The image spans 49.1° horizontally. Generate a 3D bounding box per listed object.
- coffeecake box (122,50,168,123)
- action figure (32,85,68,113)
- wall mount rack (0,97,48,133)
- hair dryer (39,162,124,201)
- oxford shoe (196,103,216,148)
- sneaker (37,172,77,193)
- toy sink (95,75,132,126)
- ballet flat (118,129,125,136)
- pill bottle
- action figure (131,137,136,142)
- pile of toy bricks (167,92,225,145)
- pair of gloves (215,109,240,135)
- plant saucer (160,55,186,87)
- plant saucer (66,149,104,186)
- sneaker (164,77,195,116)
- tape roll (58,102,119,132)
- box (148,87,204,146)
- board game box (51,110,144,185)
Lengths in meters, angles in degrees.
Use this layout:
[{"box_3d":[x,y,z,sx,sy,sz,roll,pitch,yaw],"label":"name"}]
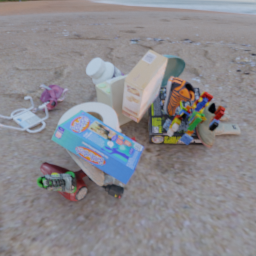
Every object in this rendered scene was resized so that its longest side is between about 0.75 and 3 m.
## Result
[{"box_3d":[0.587,-1.540,10.780,0.821,2.246,1.724,30,63,12],"label":"coffeecake box"},{"box_3d":[-3.839,-1.333,13.979,1.541,1.386,2.070,18,21,-26],"label":"action figure"},{"box_3d":[-4.894,-0.512,12.357,2.225,0.955,2.561,-31,40,-31],"label":"wall mount rack"},{"box_3d":[-1.486,1.587,9.115,2.789,0.758,2.124,9,22,-7],"label":"hair dryer"},{"box_3d":[3.028,-0.176,10.533,0.688,0.730,1.953,19,50,-15],"label":"oxford shoe"},{"box_3d":[-1.972,1.555,7.766,1.505,0.587,0.641,-12,-8,40],"label":"sneaker"},{"box_3d":[-0.471,-1.421,12.341,1.502,2.304,1.291,-27,45,-29],"label":"toy sink"},{"box_3d":[-0.408,0.390,10.224,0.610,0.592,1.714,-45,55,8],"label":"ballet flat"},{"box_3d":[-0.914,-2.351,13.500,2.263,1.270,1.270,33,2,-44],"label":"pill bottle"},{"box_3d":[-0.358,0.683,10.726,1.348,0.441,0.348,-13,71,2],"label":"action figure"},{"box_3d":[2.495,-0.464,10.091,1.293,2.330,1.150,33,45,-4],"label":"pile of toy bricks"},{"box_3d":[3.749,-0.307,12.554,1.922,0.396,2.260,2,32,-4],"label":"pair of gloves"},{"box_3d":[1.360,-2.542,12.769,2.547,2.547,0.458,-14,69,-22],"label":"plant saucer"},{"box_3d":[-1.150,0.868,7.906,0.427,1.701,1.701,-40,39,-5],"label":"plant saucer"},{"box_3d":[1.964,-1.051,10.636,1.009,1.801,0.699,20,54,21],"label":"sneaker"},{"box_3d":[-1.386,-0.034,9.793,2.152,0.393,2.152,-5,49,5],"label":"tape roll"},{"box_3d":[2.017,-0.590,11.884,2.309,0.638,2.882,1,49,1],"label":"box"},{"box_3d":[-0.716,0.429,7.561,2.175,0.489,1.654,32,21,2],"label":"board game box"}]
